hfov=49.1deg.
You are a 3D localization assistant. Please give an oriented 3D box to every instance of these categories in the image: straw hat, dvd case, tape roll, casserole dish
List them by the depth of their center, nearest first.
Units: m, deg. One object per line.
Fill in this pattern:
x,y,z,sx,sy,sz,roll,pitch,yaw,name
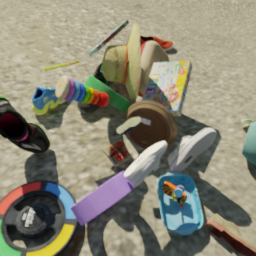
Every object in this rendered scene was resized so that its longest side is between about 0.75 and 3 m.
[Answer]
-0.736,2.038,8.175,1.870,1.870,0.614,-32,82,-24,tape roll
1.592,2.387,8.881,1.276,0.409,2.107,-3,52,-3,casserole dish
-0.365,-2.349,10.230,1.203,2.842,2.842,0,50,-10,straw hat
-0.744,-3.302,10.370,1.616,0.178,1.180,-47,18,-12,dvd case
-0.724,-1.223,10.419,1.955,1.955,0.470,37,95,26,tape roll

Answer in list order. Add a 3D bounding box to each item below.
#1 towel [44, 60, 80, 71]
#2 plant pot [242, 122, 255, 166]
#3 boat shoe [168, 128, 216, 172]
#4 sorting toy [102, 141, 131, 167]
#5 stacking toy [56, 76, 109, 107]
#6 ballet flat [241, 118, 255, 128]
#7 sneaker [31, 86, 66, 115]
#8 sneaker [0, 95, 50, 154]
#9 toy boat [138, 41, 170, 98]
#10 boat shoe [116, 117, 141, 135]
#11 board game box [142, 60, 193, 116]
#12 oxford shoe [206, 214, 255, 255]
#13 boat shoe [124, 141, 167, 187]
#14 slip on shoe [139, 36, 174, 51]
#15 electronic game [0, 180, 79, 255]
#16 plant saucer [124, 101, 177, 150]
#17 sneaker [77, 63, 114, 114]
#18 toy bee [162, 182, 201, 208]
-2.173,-2.053,9.162,1.162,0.105,0.500,-18,18,-14,towel
4.786,0.585,9.543,1.476,1.839,1.839,18,52,27,plant pot
2.002,0.623,9.178,0.764,2.124,0.698,2,48,-30,boat shoe
-0.367,0.855,9.892,0.775,0.270,0.770,-28,71,-37,sorting toy
-1.358,-1.077,8.857,1.713,0.731,0.731,12,42,-35,stacking toy
5.193,-0.142,10.997,1.494,0.504,0.466,1,79,5,ballet flat
-3.160,-1.399,11.551,0.757,1.050,1.998,28,57,21,sneaker
-3.600,0.171,9.184,1.134,2.955,1.238,-39,52,-2,sneaker
0.689,-2.456,12.289,1.651,1.648,2.525,-12,49,42,toy boat
0.042,-0.025,8.683,0.829,0.275,0.310,-36,55,-7,boat shoe
1.438,-1.509,10.555,1.531,0.390,2.277,3,61,30,board game box
3.141,3.120,8.190,1.635,0.576,0.611,34,53,23,oxford shoe
0.605,1.035,8.027,1.598,0.548,0.575,-43,18,-26,boat shoe
1.394,-4.327,14.246,1.931,0.591,0.715,8,49,4,slip on shoe
-2.825,2.792,8.451,2.670,0.556,2.670,0,51,0,electronic game
0.703,0.007,9.556,1.939,1.939,0.286,21,34,16,plant saucer
-1.263,-1.936,11.732,1.110,1.167,2.944,25,66,11,sneaker
1.596,2.177,8.818,1.168,0.635,0.764,22,16,40,toy bee
